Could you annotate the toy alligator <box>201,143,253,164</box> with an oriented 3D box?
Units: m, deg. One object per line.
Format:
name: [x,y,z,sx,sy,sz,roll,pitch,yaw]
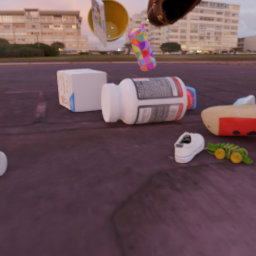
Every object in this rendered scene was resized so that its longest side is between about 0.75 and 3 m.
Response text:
toy alligator: [2.387,0.551,7.124,1.540,0.370,0.510,13,20,38]

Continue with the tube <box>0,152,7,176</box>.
tube: [-3.732,0.802,6.094,2.061,0.535,0.598,-3,-23,9]

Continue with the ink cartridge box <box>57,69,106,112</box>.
ink cartridge box: [-2.164,-1.790,12.967,1.625,1.654,2.247,-9,17,-27]

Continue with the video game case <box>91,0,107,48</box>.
video game case: [-0.570,-2.082,5.412,0.077,0.856,0.613,-18,49,-14]

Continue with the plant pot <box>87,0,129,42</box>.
plant pot: [-0.833,-4.321,11.826,1.701,1.701,1.207,-1,-4,-4]

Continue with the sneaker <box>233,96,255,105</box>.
sneaker: [5.125,-1.090,12.434,0.713,0.643,1.741,4,10,37]

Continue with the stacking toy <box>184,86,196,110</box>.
stacking toy: [1.996,-1.067,12.078,1.856,1.018,1.077,-26,32,-35]

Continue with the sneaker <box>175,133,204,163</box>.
sneaker: [1.617,0.376,7.235,0.548,0.532,1.502,5,21,26]

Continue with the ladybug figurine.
ladybug figurine: [3.451,-0.201,8.422,2.414,0.868,1.638,-1,-3,23]

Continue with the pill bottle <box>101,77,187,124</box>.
pill bottle: [0.540,-0.988,10.205,2.824,1.636,1.636,-5,17,-16]

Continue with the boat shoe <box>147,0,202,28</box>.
boat shoe: [1.024,-2.928,6.610,0.892,0.892,2.535,13,-7,-13]

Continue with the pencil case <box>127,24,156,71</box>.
pencil case: [0.562,-3.081,10.900,0.750,1.698,0.750,-16,33,11]
